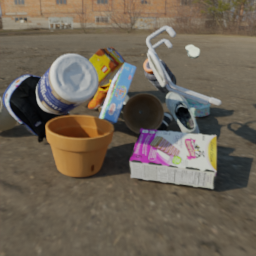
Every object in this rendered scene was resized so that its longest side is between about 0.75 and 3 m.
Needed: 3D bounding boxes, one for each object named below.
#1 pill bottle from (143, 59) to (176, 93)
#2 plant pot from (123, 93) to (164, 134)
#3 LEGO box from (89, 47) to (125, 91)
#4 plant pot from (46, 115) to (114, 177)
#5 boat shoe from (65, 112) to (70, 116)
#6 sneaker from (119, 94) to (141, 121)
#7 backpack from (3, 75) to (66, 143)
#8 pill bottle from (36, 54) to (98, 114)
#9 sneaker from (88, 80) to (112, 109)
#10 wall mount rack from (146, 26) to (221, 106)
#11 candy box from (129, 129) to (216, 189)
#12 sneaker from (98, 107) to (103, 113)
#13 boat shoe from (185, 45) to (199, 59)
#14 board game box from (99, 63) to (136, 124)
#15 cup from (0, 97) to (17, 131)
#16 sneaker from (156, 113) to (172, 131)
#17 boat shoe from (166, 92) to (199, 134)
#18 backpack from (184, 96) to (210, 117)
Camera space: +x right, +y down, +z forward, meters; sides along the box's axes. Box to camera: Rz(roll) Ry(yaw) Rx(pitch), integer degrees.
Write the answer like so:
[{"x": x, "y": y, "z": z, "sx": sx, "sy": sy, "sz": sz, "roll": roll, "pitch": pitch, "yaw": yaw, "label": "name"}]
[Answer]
[{"x": 1.227, "y": -2.105, "z": 11.068, "sx": 0.902, "sy": 0.902, "sz": 1.699, "roll": 17, "pitch": -10, "yaw": 33, "label": "pill bottle"}, {"x": 0.526, "y": -0.551, "z": 10.354, "sx": 1.499, "sy": 1.499, "sz": 0.692, "roll": -3, "pitch": 8, "yaw": -6, "label": "plant pot"}, {"x": -1.607, "y": -2.584, "z": 13.639, "sx": 1.041, "sy": 2.697, "sz": 2.008, "roll": 47, "pitch": 22, "yaw": -5, "label": "LEGO box"}, {"x": -1.418, "y": 0.551, "z": 8.288, "sx": 1.927, "sy": 1.349, "sz": 1.927, "roll": 4, "pitch": 21, "yaw": -1, "label": "plant pot"}, {"x": -2.560, "y": -0.425, "z": 11.556, "sx": 0.720, "sy": 0.587, "sz": 1.711, "roll": -21, "pitch": 31, "yaw": -39, "label": "boat shoe"}, {"x": -0.090, "y": -1.018, "z": 12.593, "sx": 0.875, "sy": 0.815, "sz": 2.206, "roll": 4, "pitch": 36, "yaw": -26, "label": "sneaker"}, {"x": -3.315, "y": -0.903, "z": 9.954, "sx": 1.593, "sy": 1.969, "sz": 2.068, "roll": 17, "pitch": 64, "yaw": 43, "label": "backpack"}, {"x": -1.686, "y": -0.991, "z": 7.194, "sx": 1.147, "sy": 1.147, "sz": 2.068, "roll": -16, "pitch": -1, "yaw": -32, "label": "pill bottle"}, {"x": -1.227, "y": -1.532, "z": 12.735, "sx": 1.829, "sy": 0.706, "sz": 0.668, "roll": -39, "pitch": 31, "yaw": 23, "label": "sneaker"}, {"x": 1.436, "y": -1.515, "z": 8.114, "sx": 1.070, "sy": 2.494, "sz": 2.871, "roll": -30, "pitch": 2, "yaw": 8, "label": "wall mount rack"}, {"x": 1.313, "y": 0.807, "z": 7.966, "sx": 2.276, "sy": 0.694, "sz": 1.552, "roll": 6, "pitch": 37, "yaw": 13, "label": "candy box"}, {"x": -0.748, "y": -0.816, "z": 12.678, "sx": 1.153, "sy": 0.404, "sz": 0.625, "roll": 18, "pitch": 31, "yaw": 41, "label": "sneaker"}, {"x": 2.555, "y": -2.918, "z": 10.984, "sx": 0.413, "sy": 0.350, "sz": 1.134, "roll": -20, "pitch": 33, "yaw": 5, "label": "boat shoe"}, {"x": -0.496, "y": -1.062, "z": 10.119, "sx": 0.469, "sy": 1.941, "sz": 2.566, "roll": 21, "pitch": -7, "yaw": -9, "label": "board game box"}, {"x": -4.847, "y": -0.429, "z": 10.716, "sx": 1.366, "sy": 1.366, "sz": 0.977, "roll": 20, "pitch": -6, "yaw": 38, "label": "cup"}, {"x": 0.923, "y": -0.221, "z": 10.973, "sx": 1.531, "sy": 0.559, "sz": 0.856, "roll": 11, "pitch": 60, "yaw": 50, "label": "sneaker"}, {"x": 2.015, "y": -0.615, "z": 10.431, "sx": 0.783, "sy": 0.800, "sz": 2.245, "roll": -23, "pitch": 57, "yaw": 2, "label": "boat shoe"}, {"x": 3.064, "y": -0.962, "z": 12.514, "sx": 1.053, "sy": 0.893, "sz": 1.186, "roll": -13, "pitch": 32, "yaw": -25, "label": "backpack"}]
